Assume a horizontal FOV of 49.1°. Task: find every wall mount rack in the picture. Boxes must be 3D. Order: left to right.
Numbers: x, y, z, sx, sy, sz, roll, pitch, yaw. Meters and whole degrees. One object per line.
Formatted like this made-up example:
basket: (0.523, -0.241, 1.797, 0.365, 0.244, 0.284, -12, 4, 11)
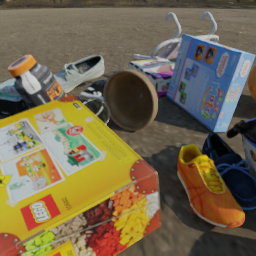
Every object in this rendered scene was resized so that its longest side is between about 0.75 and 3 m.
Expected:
wall mount rack: (1.599, -2.907, 9.729, 2.871, 2.494, 1.070, -16, 76, -31)

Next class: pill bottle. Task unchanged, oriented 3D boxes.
pill bottle: (-2.062, -0.862, 6.653, 0.902, 1.699, 0.902, -20, 36, 15)

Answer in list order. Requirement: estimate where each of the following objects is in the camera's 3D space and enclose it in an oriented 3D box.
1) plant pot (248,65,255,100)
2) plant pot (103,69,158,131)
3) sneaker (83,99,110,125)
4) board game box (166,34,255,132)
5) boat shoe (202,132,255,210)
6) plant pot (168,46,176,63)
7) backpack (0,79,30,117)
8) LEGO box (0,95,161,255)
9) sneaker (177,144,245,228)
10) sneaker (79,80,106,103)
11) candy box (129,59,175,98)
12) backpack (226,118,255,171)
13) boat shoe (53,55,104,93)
plant pot: (4.345, -1.337, 7.847, 1.927, 1.927, 1.349, -6, 6, -12)
plant pot: (0.166, -0.743, 6.976, 1.499, 1.499, 0.692, 17, 29, 30)
sneaker: (-1.445, 0.091, 6.278, 2.206, 0.815, 0.875, -27, 3, -27)
board game box: (2.005, -1.311, 7.539, 0.469, 1.941, 2.566, 3, 25, -22)
boat shoe: (1.744, 0.703, 5.066, 0.720, 0.587, 1.711, -14, 34, -10)
plant pot: (2.334, -3.319, 12.801, 1.052, 0.706, 1.052, 1, 27, 0)
backpack: (-3.177, -0.914, 8.049, 1.053, 0.893, 1.186, 9, 23, 16)
LEGO box: (-1.116, 0.725, 4.145, 2.008, 1.041, 2.697, -24, 38, -22)
sneaker: (1.247, 0.894, 4.646, 0.668, 0.706, 1.829, -11, 29, -12)
sneaker: (-0.687, -1.014, 8.178, 1.531, 0.559, 0.856, 22, 64, 38)
candy box: (1.153, -1.866, 9.996, 1.552, 0.694, 2.276, -12, 29, -20)
backpack: (2.911, 0.512, 4.234, 2.068, 1.593, 1.969, -23, 23, 9)
boat shoe: (-1.811, -1.848, 9.295, 2.245, 0.800, 0.783, -28, 68, -19)
